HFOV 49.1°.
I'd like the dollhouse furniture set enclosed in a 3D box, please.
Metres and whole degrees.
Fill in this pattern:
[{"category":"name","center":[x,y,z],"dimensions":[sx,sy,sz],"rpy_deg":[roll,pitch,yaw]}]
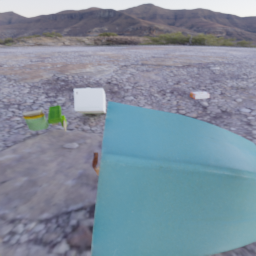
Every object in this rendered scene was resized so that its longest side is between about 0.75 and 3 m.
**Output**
[{"category":"dollhouse furniture set","center":[-2.655,-0.121,8.869],"dimensions":[1.264,0.828,0.634],"rpy_deg":[-10,47,-3]}]

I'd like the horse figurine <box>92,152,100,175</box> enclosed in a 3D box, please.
[{"category":"horse figurine","center":[-0.392,1.000,6.548],"dimensions":[1.170,0.292,0.775],"rpy_deg":[23,42,10]}]

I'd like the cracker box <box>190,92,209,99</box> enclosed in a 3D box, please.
[{"category":"cracker box","center":[3.505,-1.604,13.763],"dimensions":[0.785,0.226,0.526],"rpy_deg":[-6,21,-16]}]

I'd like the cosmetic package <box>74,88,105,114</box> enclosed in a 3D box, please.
[{"category":"cosmetic package","center":[-1.376,-0.968,10.415],"dimensions":[1.033,0.815,1.920],"rpy_deg":[-1,1,-1]}]

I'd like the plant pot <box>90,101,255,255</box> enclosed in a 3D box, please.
[{"category":"plant pot","center":[0.850,0.907,4.614],"dimensions":[2.666,1.884,1.883],"rpy_deg":[7,26,-4]}]
